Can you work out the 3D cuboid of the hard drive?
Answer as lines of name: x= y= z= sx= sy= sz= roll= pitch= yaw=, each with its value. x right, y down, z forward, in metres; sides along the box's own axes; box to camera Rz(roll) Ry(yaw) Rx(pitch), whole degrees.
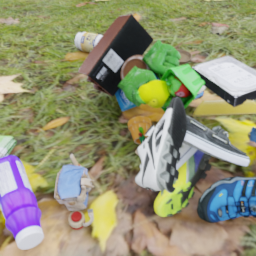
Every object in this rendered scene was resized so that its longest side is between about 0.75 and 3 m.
hard drive: x=2.449 y=-1.170 z=6.676 sx=1.158 sy=0.313 sz=1.657 roll=-19 pitch=39 yaw=-14

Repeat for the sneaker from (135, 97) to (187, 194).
sneaker: x=0.651 y=0.271 z=6.001 sx=0.963 sy=0.806 sz=2.176 roll=-3 pitch=56 yaw=35

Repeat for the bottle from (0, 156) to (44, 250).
bottle: x=-2.813 y=1.837 z=7.122 sx=0.823 sy=1.054 sz=2.522 roll=-21 pitch=46 yaw=-22

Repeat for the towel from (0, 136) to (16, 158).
towel: x=-4.967 y=1.099 z=8.414 sx=2.073 sy=0.426 sz=2.779 roll=8 pitch=42 yaw=8

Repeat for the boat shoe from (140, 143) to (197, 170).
boat shoe: x=1.147 y=0.467 z=7.682 sx=2.342 sy=0.999 sz=0.865 roll=-42 pitch=18 yaw=-20

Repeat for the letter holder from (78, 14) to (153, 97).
letter holder: x=-0.638 y=-2.652 z=10.158 sx=2.523 sy=1.269 sz=1.794 roll=-55 pitch=35 yaw=-4

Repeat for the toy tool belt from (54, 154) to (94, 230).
toy tool belt: x=-1.421 y=1.621 z=7.333 sx=1.088 sy=1.071 sz=1.743 roll=-6 pitch=42 yaw=-7

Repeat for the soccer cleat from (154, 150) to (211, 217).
soccer cleat: x=1.375 y=1.458 z=7.800 sx=1.060 sy=0.820 sz=2.535 roll=17 pitch=43 yaw=37

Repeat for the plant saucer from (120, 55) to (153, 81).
plant saucer: x=0.221 y=-1.674 z=8.365 sx=1.064 sy=1.064 sz=0.195 roll=23 pitch=5 yaw=24

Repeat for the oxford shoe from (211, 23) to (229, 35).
oxford shoe: x=3.035 y=-3.291 z=9.347 sx=0.971 sy=0.358 sz=0.344 roll=-14 pitch=31 yaw=-41

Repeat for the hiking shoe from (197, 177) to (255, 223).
hiking shoe: x=3.042 y=1.723 z=6.882 sx=2.715 sy=1.010 sz=1.177 roll=-16 pitch=8 yaw=-8

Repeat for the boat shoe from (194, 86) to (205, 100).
boat shoe: x=1.870 y=-1.006 z=8.475 sx=1.040 sy=0.321 sz=0.389 roll=-34 pitch=66 yaw=-14

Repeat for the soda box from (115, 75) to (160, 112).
soda box: x=0.520 y=-1.414 z=9.603 sx=0.885 sy=2.608 sz=0.837 roll=-22 pitch=86 yaw=-30

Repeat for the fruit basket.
fruit basket: x=0.945 y=-0.792 z=6.819 sx=1.482 sy=1.482 sz=1.069 roll=-34 pitch=80 yaw=-32

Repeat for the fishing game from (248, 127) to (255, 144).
fishing game: x=4.308 y=0.252 z=7.644 sx=1.974 sy=2.757 sz=0.428 roll=7 pitch=68 yaw=30

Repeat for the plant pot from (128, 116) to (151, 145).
plant pot: x=0.414 y=0.122 z=9.325 sx=0.793 sy=0.793 sz=0.726 roll=-4 pitch=58 yaw=-4

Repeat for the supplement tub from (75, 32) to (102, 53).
supplement tub: x=-1.917 y=-4.257 z=14.022 sx=1.293 sy=0.933 sz=0.933 roll=16 pitch=44 yaw=18

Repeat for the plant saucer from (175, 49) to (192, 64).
plant saucer: x=2.459 y=-3.485 z=13.722 sx=1.329 sy=0.196 sz=1.329 roll=0 pitch=42 yaw=0

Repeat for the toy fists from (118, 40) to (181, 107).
toy fists: x=0.677 y=-1.507 z=7.839 sx=1.017 sy=0.686 sz=1.996 roll=41 pitch=81 yaw=-4

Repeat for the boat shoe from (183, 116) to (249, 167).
boat shoe: x=2.129 y=0.306 z=6.872 sx=2.099 sy=0.744 sz=0.756 roll=24 pitch=-2 yaw=-11

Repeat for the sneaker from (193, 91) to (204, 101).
sneaker: x=1.721 y=-1.540 z=10.972 sx=2.679 sy=0.950 sz=1.110 roll=21 pitch=11 yaw=38

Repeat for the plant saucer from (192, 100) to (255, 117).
plant saucer: x=2.926 y=-0.599 z=8.577 sx=1.877 sy=0.455 sz=1.877 roll=-2 pitch=1 yaw=12

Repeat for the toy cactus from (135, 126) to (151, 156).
toy cactus: x=0.641 y=0.521 z=8.859 sx=0.957 sy=1.160 sz=0.593 roll=-46 pitch=28 yaw=2
